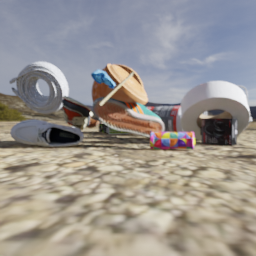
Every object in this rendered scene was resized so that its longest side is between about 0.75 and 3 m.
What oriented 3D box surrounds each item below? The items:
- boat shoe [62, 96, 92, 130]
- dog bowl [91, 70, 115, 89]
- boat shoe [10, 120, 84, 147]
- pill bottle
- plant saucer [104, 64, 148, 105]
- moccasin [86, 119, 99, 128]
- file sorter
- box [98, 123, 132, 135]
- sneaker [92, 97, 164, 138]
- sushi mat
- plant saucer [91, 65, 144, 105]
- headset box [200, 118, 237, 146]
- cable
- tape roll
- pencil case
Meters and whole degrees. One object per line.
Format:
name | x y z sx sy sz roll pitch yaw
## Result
boat shoe | -1.432 -0.349 7.654 0.742 0.652 2.084 30 -7 3
dog bowl | -0.867 -1.793 10.162 1.030 0.255 0.574 24 -22 24
boat shoe | -2.098 0.145 7.249 1.874 0.690 0.613 1 3 -10
pill bottle | 1.085 -0.170 9.699 1.980 1.147 1.147 1 2 32
plant saucer | -0.008 -1.065 6.643 1.285 0.207 1.285 38 18 -15
moccasin | -1.405 -0.234 9.680 0.950 0.367 0.347 14 45 39
file sorter | 3.334 -0.532 9.983 1.445 1.296 2.082 0 -15 9
box | -0.506 0.008 13.600 1.490 0.470 2.707 -1 2 -15
sneaker | -0.031 -0.326 6.956 1.904 0.680 0.761 21 23 -23
sushi mat | -0.225 -0.759 5.419 0.899 0.054 0.430 -43 3 1
plant saucer | -0.432 -1.504 12.316 2.500 2.500 0.468 1 9 23
headset box | 2.508 0.100 7.886 1.001 0.745 0.387 3 3 41
cable | -2.861 -1.307 9.366 1.745 1.746 0.604 -31 12 25
tape roll | 2.478 -0.422 8.161 1.924 0.673 1.924 4 -39 4
pencil case | 1.022 0.300 6.640 1.089 0.481 0.481 1 2 14
